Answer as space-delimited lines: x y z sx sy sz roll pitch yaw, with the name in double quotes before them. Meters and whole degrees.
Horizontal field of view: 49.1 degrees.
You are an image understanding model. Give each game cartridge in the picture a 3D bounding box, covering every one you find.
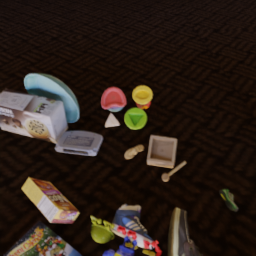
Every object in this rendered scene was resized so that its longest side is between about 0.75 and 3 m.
"game cartridge" -1.880 0.565 10.939 1.650 0.337 1.098 6 43 12

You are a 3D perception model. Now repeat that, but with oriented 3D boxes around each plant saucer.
"plant saucer" -2.952 -1.254 11.237 2.572 2.572 0.462 20 56 19

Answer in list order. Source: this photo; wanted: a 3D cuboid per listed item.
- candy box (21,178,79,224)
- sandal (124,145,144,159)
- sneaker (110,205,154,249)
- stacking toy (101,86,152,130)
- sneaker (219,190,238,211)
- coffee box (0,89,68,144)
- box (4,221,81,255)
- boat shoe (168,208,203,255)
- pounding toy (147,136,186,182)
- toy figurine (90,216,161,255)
"candy box" -2.404 2.246 8.655 1.699 0.991 0.480 34 89 33
"sandal" 0.242 0.856 10.702 0.900 0.296 0.330 -27 67 -29
"sneaker" 0.286 2.879 8.514 1.486 0.598 1.088 17 51 23
"stacking toy" -0.052 -0.770 12.335 2.195 0.927 1.987 2 71 6
"sneaker" 3.374 2.357 9.230 0.355 0.325 0.832 -15 47 -10
"coffee box" -3.917 -0.488 11.272 2.615 1.478 1.044 14 46 12
"box" -2.709 4.075 7.382 1.853 0.511 2.713 27 51 25
"boat shoe" 1.550 3.610 7.405 0.974 1.059 2.964 4 49 5
"pounding toy" 1.383 1.198 10.160 1.370 0.714 1.560 8 70 7
"toy figurine" -0.332 3.500 7.586 2.202 1.161 1.319 16 52 16
